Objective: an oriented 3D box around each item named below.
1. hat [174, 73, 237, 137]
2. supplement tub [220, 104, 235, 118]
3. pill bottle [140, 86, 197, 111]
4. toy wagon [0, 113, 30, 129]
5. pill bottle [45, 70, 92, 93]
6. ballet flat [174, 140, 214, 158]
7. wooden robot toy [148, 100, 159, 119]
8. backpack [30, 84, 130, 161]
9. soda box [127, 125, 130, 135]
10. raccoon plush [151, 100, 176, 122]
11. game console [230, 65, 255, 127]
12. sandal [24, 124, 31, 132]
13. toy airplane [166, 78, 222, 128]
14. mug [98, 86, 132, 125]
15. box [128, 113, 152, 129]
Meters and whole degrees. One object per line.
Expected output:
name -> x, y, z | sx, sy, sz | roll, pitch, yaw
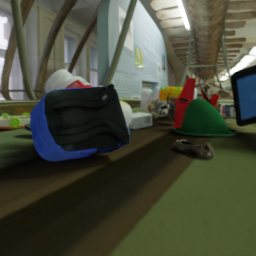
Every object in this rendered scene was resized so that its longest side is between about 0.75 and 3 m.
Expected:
hat -> 2.583, -0.923, 9.722 | 2.032, 2.160, 2.453 | -3, 8, -29
supplement tub -> 5.604, -0.926, 15.287 | 1.037, 0.728, 0.728 | 3, 8, 28
pill bottle -> 2.177, -1.431, 15.127 | 2.865, 1.591, 1.591 | 5, 8, 12
toy wagon -> -4.175, -0.317, 11.644 | 2.456, 0.486, 1.905 | -4, 9, -34
pill bottle -> -1.335, -0.686, 7.951 | 2.075, 1.165, 1.165 | 41, 19, 12
ballet flat -> 1.519, 0.427, 6.558 | 0.456, 0.314, 1.354 | -3, 8, -21
wooden robot toy -> 1.292, -0.784, 13.980 | 0.624, 0.643, 1.417 | -6, 37, -9
backpack -> -1.083, 0.022, 5.759 | 1.768, 1.437, 1.484 | -8, -17, -44
soda box -> -0.439, 0.111, 8.684 | 0.954, 0.303, 0.326 | -7, 11, -7
raccoon plush -> 1.577, -0.893, 12.436 | 1.227, 0.886, 1.832 | 15, 9, -8
game console -> 4.587, -0.753, 8.539 | 1.514, 2.551, 2.199 | -38, 44, -9
sandal -> -2.800, 0.139, 8.889 | 0.617, 0.347, 1.622 | -11, 21, -41
toy airplane -> 2.509, -0.911, 10.763 | 2.202, 2.202, 0.405 | 2, -15, 15
mug -> -0.537, -0.654, 10.279 | 1.332, 1.664, 1.366 | 10, 3, 41
box -> 0.348, -0.291, 11.116 | 0.844, 0.481, 0.917 | -11, 13, -32
